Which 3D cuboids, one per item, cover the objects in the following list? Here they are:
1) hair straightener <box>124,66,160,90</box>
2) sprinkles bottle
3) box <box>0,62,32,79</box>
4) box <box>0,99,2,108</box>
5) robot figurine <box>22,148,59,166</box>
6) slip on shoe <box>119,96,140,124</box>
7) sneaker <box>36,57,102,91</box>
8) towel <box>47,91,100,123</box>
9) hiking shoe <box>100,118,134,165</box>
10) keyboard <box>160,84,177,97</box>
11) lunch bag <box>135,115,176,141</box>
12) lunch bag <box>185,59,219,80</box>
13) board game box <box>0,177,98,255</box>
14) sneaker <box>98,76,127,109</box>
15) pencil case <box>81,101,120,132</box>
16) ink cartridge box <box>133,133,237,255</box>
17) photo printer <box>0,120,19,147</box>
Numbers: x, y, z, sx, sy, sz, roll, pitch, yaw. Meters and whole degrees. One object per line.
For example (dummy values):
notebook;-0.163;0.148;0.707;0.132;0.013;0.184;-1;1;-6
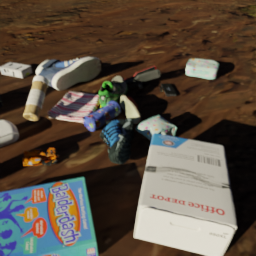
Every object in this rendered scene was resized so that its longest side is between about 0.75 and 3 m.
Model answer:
hair straightener;0.303;-2.152;12.749;2.534;0.518;0.975;-17;36;-10
sprinkles bottle;-3.363;-1.092;10.266;0.565;0.565;1.654;4;64;5
box;-5.683;-2.931;14.216;1.347;0.405;0.785;12;36;18
box;-6.031;-1.001;10.977;1.366;0.849;1.378;12;36;20
robot figurine;-2.676;0.889;8.631;1.062;0.309;0.770;-7;33;-12
slip on shoe;0.161;-0.741;10.835;0.533;0.645;1.742;1;31;-22
sneaker;-2.970;-2.938;13.512;2.137;1.176;2.918;32;51;32
towel;-2.064;-0.929;11.329;1.597;0.326;2.183;9;35;12
hiking shoe;-0.419;0.435;8.962;1.029;0.883;2.374;-1;23;9
keyboard;1.733;-1.712;12.662;0.689;0.147;1.148;1;33;-9
lunch bag;0.919;0.110;9.494;1.092;0.666;0.930;-18;38;-33
lunch bag;3.668;-2.941;14.046;1.600;0.617;1.283;11;38;16
board game box;-2.145;2.218;6.419;2.614;0.588;1.988;-9;35;-13
sneaker;-0.608;-1.630;11.671;0.857;0.936;2.197;1;36;16
pencil case;-0.985;-0.439;10.346;0.685;0.615;1.577;3;29;42
ink cartridge box;1.345;1.470;6.861;1.982;1.154;2.741;11;33;6
photo printer;-4.450;0.239;9.463;1.338;0.465;1.114;-25;41;-31
